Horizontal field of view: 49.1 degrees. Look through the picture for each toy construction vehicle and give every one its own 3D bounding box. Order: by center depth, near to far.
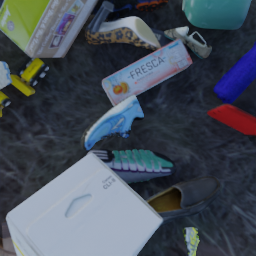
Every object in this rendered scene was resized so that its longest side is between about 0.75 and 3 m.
[{"bbox_3d":[-3.963,-1.511,8.594,2.169,0.877,2.491,37,85,-5],"label":"toy construction vehicle"}]

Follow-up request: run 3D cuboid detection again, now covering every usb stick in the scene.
[{"bbox_3d":[0.668,-2.926,9.191,2.823,0.460,0.783,17,81,3],"label":"usb stick"}]

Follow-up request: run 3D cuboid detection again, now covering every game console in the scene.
[{"bbox_3d":[3.608,-0.426,7.277,2.255,2.617,1.553,-31,87,5],"label":"game console"}]

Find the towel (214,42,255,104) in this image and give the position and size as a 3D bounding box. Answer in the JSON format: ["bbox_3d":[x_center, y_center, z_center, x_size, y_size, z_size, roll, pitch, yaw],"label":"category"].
[{"bbox_3d":[3.400,-1.868,7.589,0.681,2.031,2.750,42,103,10],"label":"towel"}]

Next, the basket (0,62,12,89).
[{"bbox_3d":[-4.091,-1.389,7.728,1.207,1.369,0.952,9,122,35],"label":"basket"}]

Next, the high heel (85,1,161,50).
[{"bbox_3d":[-0.200,-2.770,8.799,2.218,1.581,0.792,29,54,-19],"label":"high heel"}]

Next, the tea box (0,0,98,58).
[{"bbox_3d":[-2.513,-3.665,7.996,2.371,1.610,2.410,44,115,7],"label":"tea box"}]

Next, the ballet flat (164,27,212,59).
[{"bbox_3d":[1.922,-2.794,8.752,1.568,0.591,0.532,33,42,3],"label":"ballet flat"}]

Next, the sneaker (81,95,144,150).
[{"bbox_3d":[-0.345,-0.025,7.352,1.995,0.782,0.897,-38,96,-19],"label":"sneaker"}]

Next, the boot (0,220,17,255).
[{"bbox_3d":[-3.768,3.719,7.529,2.944,1.034,2.152,-11,84,0],"label":"boot"}]

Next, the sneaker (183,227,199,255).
[{"bbox_3d":[1.770,3.165,7.673,0.394,0.389,1.031,-12,118,2],"label":"sneaker"}]

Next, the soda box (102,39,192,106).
[{"bbox_3d":[0.542,-1.620,8.434,2.638,0.902,0.839,-29,91,-5],"label":"soda box"}]

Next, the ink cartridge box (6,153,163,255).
[{"bbox_3d":[-0.999,2.480,6.103,2.104,2.910,2.114,39,53,18],"label":"ink cartridge box"}]

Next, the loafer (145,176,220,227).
[{"bbox_3d":[1.469,1.959,7.691,2.519,0.911,0.917,-25,57,-11],"label":"loafer"}]

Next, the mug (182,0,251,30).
[{"bbox_3d":[2.548,-4.307,8.333,1.694,2.251,2.740,4,59,6],"label":"mug"}]

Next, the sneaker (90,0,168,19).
[{"bbox_3d":[-0.174,-4.353,8.988,2.988,1.125,1.172,-9,69,-8],"label":"sneaker"}]

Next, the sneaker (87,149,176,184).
[{"bbox_3d":[0.039,1.284,8.166,2.596,0.966,1.136,6,115,-8],"label":"sneaker"}]
